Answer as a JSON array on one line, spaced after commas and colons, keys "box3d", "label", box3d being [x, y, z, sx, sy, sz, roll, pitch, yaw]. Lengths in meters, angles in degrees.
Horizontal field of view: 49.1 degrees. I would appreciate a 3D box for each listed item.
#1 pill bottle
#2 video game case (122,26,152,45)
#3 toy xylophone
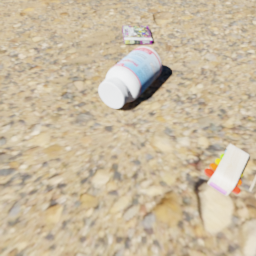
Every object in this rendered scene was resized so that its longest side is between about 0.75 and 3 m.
[{"box3d": [0.088, -1.838, 10.255, 1.397, 1.397, 2.570, 24, 49, 22], "label": "pill bottle"}, {"box3d": [0.418, -4.593, 13.826, 1.365, 0.270, 1.506, 0, 45, -6], "label": "video game case"}, {"box3d": [2.982, 1.190, 7.852, 1.245, 0.427, 1.700, 39, 54, 19], "label": "toy xylophone"}]
